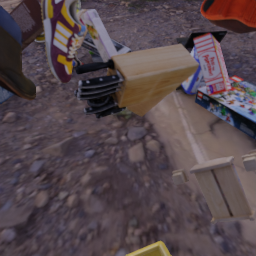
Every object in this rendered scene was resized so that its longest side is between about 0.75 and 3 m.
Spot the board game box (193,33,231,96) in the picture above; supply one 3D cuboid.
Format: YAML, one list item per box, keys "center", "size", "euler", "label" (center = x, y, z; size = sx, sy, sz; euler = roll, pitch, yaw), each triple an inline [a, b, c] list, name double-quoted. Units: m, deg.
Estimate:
- center: [2.289, -1.614, 7.449]
  size: [0.438, 1.432, 1.891]
  euler: [-15, 3, 25]
  label: "board game box"

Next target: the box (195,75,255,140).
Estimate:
- center: [3.993, -0.722, 9.257]
  size: [2.007, 0.554, 2.939]
  euler: [-22, 43, -26]
  label: "box"

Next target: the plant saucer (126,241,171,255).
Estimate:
- center: [0.357, 2.723, 4.974]
  size: [1.317, 0.319, 1.317]
  euler: [-15, 41, -19]
  label: "plant saucer"

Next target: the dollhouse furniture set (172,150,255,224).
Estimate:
- center: [1.681, 1.000, 4.112]
  size: [1.588, 1.354, 0.775]
  euler: [-20, 5, 38]
  label: "dollhouse furniture set"

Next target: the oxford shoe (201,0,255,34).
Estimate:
- center: [3.154, -2.884, 7.132]
  size: [0.960, 0.942, 2.647]
  euler: [23, 10, -44]
  label: "oxford shoe"

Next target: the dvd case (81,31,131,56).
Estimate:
- center: [-0.974, -2.977, 10.002]
  size: [1.888, 0.234, 1.419]
  euler: [29, 35, 4]
  label: "dvd case"

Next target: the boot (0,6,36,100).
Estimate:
- center: [-2.519, -1.512, 6.084]
  size: [1.059, 2.836, 1.374]
  euler: [28, 88, 9]
  label: "boot"

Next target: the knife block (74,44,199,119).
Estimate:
- center: [0.075, -1.005, 5.223]
  size: [2.146, 1.884, 0.687]
  euler: [-39, 62, 14]
  label: "knife block"

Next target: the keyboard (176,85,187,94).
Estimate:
- center: [1.907, -1.675, 10.815]
  size: [0.731, 0.278, 1.405]
  euler: [-5, 40, -29]
  label: "keyboard"

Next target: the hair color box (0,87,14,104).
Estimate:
- center: [-5.086, -1.244, 9.744]
  size: [1.314, 0.795, 2.628]
  euler: [13, 40, 17]
  label: "hair color box"

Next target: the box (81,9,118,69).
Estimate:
- center: [-0.685, -2.302, 7.492]
  size: [0.327, 1.690, 0.350]
  euler: [-18, 14, 47]
  label: "box"

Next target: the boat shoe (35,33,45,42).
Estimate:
- center: [-3.897, -4.802, 14.441]
  size: [1.959, 0.724, 0.835]
  euler: [-14, 40, -15]
  label: "boat shoe"

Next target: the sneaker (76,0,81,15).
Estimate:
- center: [-2.088, -4.561, 10.435]
  size: [0.558, 1.479, 0.565]
  euler: [19, 62, 18]
  label: "sneaker"

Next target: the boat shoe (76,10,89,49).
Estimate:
- center: [-1.473, -3.111, 8.715]
  size: [0.464, 1.258, 0.435]
  euler: [15, -8, -38]
  label: "boat shoe"

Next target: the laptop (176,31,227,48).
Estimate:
- center: [3.575, -4.585, 13.900]
  size: [1.781, 1.038, 2.010]
  euler: [-5, 38, -8]
  label: "laptop"

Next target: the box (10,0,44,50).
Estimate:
- center: [-2.970, -3.026, 8.146]
  size: [1.690, 0.846, 0.633]
  euler: [-30, 11, 22]
  label: "box"

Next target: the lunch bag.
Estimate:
- center: [2.549, -2.096, 10.321]
  size: [0.965, 1.325, 1.558]
  euler: [21, 36, 5]
  label: "lunch bag"

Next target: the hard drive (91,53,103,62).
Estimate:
- center: [-1.005, -3.349, 12.890]
  size: [1.406, 0.297, 0.948]
  euler: [-9, 38, -11]
  label: "hard drive"

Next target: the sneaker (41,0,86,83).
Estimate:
- center: [-1.350, -1.944, 6.233]
  size: [0.852, 1.892, 0.709]
  euler: [-3, 21, 8]
  label: "sneaker"

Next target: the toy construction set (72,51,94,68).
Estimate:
- center: [-2.371, -3.474, 12.296]
  size: [1.320, 1.432, 1.717]
  euler: [17, 37, 37]
  label: "toy construction set"
